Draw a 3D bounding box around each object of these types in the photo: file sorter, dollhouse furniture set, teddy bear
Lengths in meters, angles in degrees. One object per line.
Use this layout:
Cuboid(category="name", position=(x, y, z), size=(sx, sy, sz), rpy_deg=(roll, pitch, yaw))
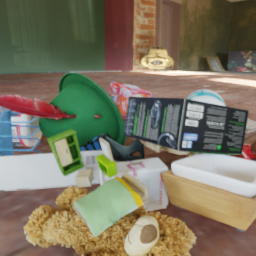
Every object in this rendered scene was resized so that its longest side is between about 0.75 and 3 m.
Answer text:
Cuboid(category="file sorter", position=(-2.603, 0.380, 6.674), size=(0.864, 1.409, 0.978), rpy_deg=(1, 15, -3))
Cuboid(category="dollhouse furniture set", position=(-0.561, 0.628, 4.171), size=(0.925, 0.714, 1.851), rpy_deg=(-24, 28, -25))
Cuboid(category="teddy bear", position=(-0.361, 1.402, 3.966), size=(1.828, 0.842, 2.521), rpy_deg=(-14, 20, -35))

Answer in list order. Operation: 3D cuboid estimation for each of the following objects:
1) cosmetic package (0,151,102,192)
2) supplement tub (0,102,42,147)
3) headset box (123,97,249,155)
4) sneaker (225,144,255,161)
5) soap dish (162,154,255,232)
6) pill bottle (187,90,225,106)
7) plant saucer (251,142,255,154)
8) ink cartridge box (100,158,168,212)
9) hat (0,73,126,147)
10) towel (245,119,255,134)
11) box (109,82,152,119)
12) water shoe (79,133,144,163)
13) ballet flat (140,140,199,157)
Cuboid(category="cosmetic package", position=(-1.831, 0.882, 5.600), size=(2.631, 0.666, 1.086), rpy_deg=(-3, -7, -7))
Cuboid(category="supplement tub", position=(-3.750, -0.132, 8.538), size=(1.975, 1.386, 1.386), rpy_deg=(1, 15, 2))
Cuboid(category="headset box", position=(1.154, -0.094, 6.262), size=(1.846, 0.984, 2.121), rpy_deg=(6, 4, -32))
Cuboid(category="sneaker", position=(3.062, 0.649, 7.288), size=(0.851, 0.577, 1.474), rpy_deg=(-2, 16, -2))
Cuboid(category="soap dish", position=(1.706, 1.016, 4.966), size=(1.529, 0.789, 1.943), rpy_deg=(11, 8, 36))
Cuboid(category="pill bottle", position=(2.600, -0.484, 9.634), size=(1.526, 1.526, 2.755), rpy_deg=(4, 15, 14))
Cuboid(category="plant saucer", position=(3.897, 0.643, 7.307), size=(1.283, 0.206, 1.283), rpy_deg=(10, 28, -5))
Cuboid(category="ink cartridge box", position=(0.106, 1.069, 5.081), size=(1.162, 0.840, 0.492), rpy_deg=(-5, 18, -14))
Cuboid(category="hat", position=(-1.904, 0.133, 6.964), size=(2.884, 2.389, 2.539), rpy_deg=(37, 51, 17))
Cuboid(category="towel", position=(4.095, -0.179, 10.834), size=(1.193, 0.310, 1.800), rpy_deg=(-12, 19, -40))
Cuboid(category="box", position=(-0.033, -1.210, 12.476), size=(1.326, 1.270, 2.661), rpy_deg=(7, 13, -15))
Cuboid(category="water shoe", position=(-0.695, 0.549, 6.749), size=(2.202, 0.869, 0.787), rpy_deg=(6, -7, 5))
Cuboid(category="ballet flat", position=(1.123, 0.401, 7.990), size=(2.137, 0.808, 0.683), rpy_deg=(4, 39, 28))
